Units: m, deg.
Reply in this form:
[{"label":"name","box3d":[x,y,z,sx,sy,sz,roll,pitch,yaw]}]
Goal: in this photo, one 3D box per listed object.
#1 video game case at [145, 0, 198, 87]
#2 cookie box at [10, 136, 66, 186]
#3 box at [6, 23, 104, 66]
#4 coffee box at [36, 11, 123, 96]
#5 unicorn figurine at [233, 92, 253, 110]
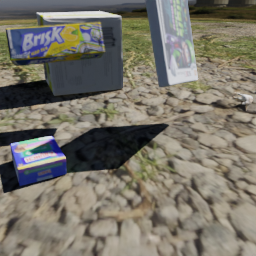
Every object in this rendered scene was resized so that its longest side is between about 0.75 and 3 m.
[{"label":"video game case","box3d":[1.245,-2.638,7.635,0.336,2.878,2.617,-6,9,30]},{"label":"cookie box","box3d":[-2.148,0.731,6.667,1.063,0.467,1.243,-12,29,-26]},{"label":"box","box3d":[-2.023,-2.377,7.975,2.552,0.894,0.821,-9,4,-12]},{"label":"coffee box","box3d":[-2.130,-3.358,12.124,2.982,2.978,2.949,-10,28,-20]},{"label":"unicorn figurine","box3d":[4.332,-1.083,10.425,1.111,0.410,0.763,-22,36,-39]}]
